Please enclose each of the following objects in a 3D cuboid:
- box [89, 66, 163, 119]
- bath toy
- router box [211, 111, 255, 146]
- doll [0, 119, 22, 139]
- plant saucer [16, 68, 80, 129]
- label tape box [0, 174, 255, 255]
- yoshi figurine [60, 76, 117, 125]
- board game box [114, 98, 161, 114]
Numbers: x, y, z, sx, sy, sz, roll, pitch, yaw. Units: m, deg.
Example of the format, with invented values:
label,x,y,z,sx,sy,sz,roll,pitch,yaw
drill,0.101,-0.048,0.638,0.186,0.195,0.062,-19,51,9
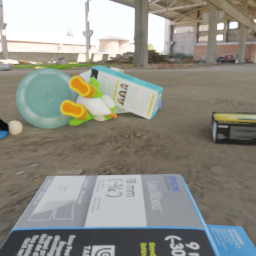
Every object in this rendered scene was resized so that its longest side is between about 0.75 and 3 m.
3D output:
label,x,y,z,sx,sy,sz,roll,pitch,yaw
box,-0.151,-1.272,9.728,2.518,1.036,0.619,23,27,15
bath toy,-1.203,-2.013,12.140,1.103,1.298,2.985,6,12,20
router box,3.202,-0.003,7.171,1.999,0.522,1.571,3,14,12
doll,-3.716,0.008,7.156,1.907,0.462,1.301,-6,33,-29
plant saucer,-2.309,-0.902,8.136,1.828,1.828,0.329,-4,-7,-15
label tape box,0.221,1.063,2.539,2.327,0.737,1.678,0,14,0
yoshi figurine,-1.240,-0.811,8.632,1.430,1.425,2.545,-21,-9,14
board game box,-0.144,-1.073,11.525,2.183,0.476,2.194,-7,16,-27
